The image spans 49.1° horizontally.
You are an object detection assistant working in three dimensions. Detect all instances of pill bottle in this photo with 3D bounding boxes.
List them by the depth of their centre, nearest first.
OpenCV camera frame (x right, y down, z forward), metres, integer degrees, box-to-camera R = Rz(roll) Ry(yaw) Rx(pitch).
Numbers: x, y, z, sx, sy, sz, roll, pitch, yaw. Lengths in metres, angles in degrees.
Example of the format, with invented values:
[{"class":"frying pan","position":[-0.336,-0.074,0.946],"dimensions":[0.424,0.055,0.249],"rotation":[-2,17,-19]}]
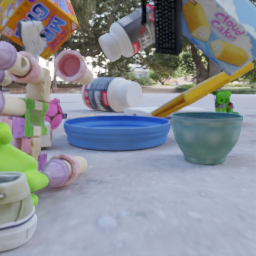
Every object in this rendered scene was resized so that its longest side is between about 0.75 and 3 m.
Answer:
[{"class":"pill bottle","position":[0.184,-3.706,11.072],"dimensions":[2.557,1.415,1.415],"rotation":[-32,14,-7]},{"class":"pill bottle","position":[-0.818,-1.717,14.335],"dimensions":[2.881,1.723,1.723],"rotation":[7,11,38]}]

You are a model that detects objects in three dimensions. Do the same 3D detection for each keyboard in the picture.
[{"class":"keyboard","position":[0.664,-2.739,6.275],"dimensions":[0.218,2.112,1.342],"rotation":[-25,33,-32]}]

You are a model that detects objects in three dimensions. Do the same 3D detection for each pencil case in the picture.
[{"class":"pencil case","position":[-2.871,-0.485,8.649],"dimensions":[2.073,0.971,0.941],"rotation":[8,-6,40]}]

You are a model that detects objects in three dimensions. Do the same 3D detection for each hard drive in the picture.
[{"class":"hard drive","position":[1.515,-0.647,11.783],"dimensions":[2.837,0.360,1.871],"rotation":[-4,9,-26]}]

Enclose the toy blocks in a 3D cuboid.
[{"class":"toy blocks","position":[-1.527,-0.150,3.522],"dimensions":[1.884,1.761,1.586],"rotation":[3,-1,8]}]

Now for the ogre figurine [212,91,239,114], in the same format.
[{"class":"ogre figurine","position":[3.081,-0.620,9.062],"dimensions":[0.925,1.131,1.886],"rotation":[-4,7,4]}]

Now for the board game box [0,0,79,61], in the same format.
[{"class":"board game box","position":[-2.588,-3.220,8.023],"dimensions":[1.506,1.507,1.506],"rotation":[-39,-41,21]}]

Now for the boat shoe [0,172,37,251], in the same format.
[{"class":"boat shoe","position":[-1.721,0.671,2.233],"dimensions":[1.892,0.587,0.681],"rotation":[-2,9,-15]}]

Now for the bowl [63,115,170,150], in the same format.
[{"class":"bowl","position":[-0.260,0.057,6.682],"dimensions":[2.505,0.492,2.505],"rotation":[0,9,0]}]

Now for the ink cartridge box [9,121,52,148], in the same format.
[{"class":"ink cartridge box","position":[-3.361,0.097,6.162],"dimensions":[2.728,0.641,2.696],"rotation":[-7,12,-28]}]

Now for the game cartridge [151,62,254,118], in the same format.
[{"class":"game cartridge","position":[2.441,-1.215,9.617],"dimensions":[2.872,0.466,2.532],"rotation":[-26,-1,-20]}]

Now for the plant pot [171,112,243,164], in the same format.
[{"class":"plant pot","position":[1.342,0.166,4.895],"dimensions":[1.203,0.806,1.203],"rotation":[0,9,0]}]

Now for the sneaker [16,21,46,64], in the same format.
[{"class":"sneaker","position":[-1.964,-1.720,5.892],"dimensions":[0.534,0.457,1.226],"rotation":[-16,-21,-18]}]

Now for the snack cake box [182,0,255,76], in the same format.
[{"class":"snack cake box","position":[2.156,-2.505,6.662],"dimensions":[0.784,2.334,1.342],"rotation":[-49,3,-22]}]

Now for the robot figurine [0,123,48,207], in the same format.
[{"class":"robot figurine","position":[-1.418,0.443,2.890],"dimensions":[1.115,0.978,0.645],"rotation":[28,2,6]}]
